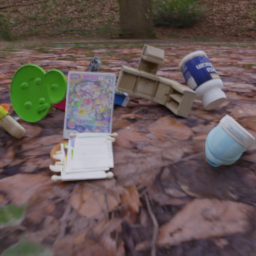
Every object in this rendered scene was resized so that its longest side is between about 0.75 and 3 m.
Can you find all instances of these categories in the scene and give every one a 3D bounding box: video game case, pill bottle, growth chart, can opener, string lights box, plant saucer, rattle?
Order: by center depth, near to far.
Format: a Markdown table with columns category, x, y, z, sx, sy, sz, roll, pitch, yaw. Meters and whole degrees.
| category | x | y | z | sx | sy | sz | roll | pitch | yaw |
| --- | --- | --- | --- | --- | --- | --- | --- | --- | --- |
| growth chart | -1.120 | 0.680 | 7.429 | 1.642 | 0.201 | 2.269 | 2 | 29 | -2 |
| plant saucer | -1.529 | 0.642 | 7.874 | 1.290 | 0.241 | 1.290 | -1 | 22 | 0 |
| video game case | -1.207 | -0.651 | 8.680 | 1.511 | 2.110 | 0.190 | 5 | 1 | 11 |
| rattle | -4.380 | 0.062 | 8.934 | 1.702 | 1.867 | 2.614 | 29 | -7 | -32 |
| can opener | -1.381 | -2.177 | 10.672 | 0.437 | 0.349 | 1.308 | -15 | 48 | 49 |
| pill bottle | 3.112 | -1.924 | 11.592 | 1.255 | 1.255 | 2.260 | -11 | 66 | -26 |
| string lights box | -0.788 | -1.464 | 11.868 | 1.565 | 0.461 | 0.804 | 17 | 26 | -27 |

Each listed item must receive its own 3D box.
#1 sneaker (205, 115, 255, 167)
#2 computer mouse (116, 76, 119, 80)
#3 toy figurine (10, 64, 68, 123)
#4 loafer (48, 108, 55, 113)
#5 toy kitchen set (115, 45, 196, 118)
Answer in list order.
| category | x | y | z | sx | sy | sz | roll | pitch | yaw |
| --- | --- | --- | --- | --- | --- | --- | --- | --- | --- |
| sneaker | 2.440 | 0.389 | 7.113 | 1.060 | 1.175 | 2.869 | 49 | 16 | 21 |
| computer mouse | -0.085 | -1.969 | 13.440 | 1.199 | 0.263 | 0.658 | 52 | 13 | 14 |
| toy figurine | -2.568 | -1.379 | 10.637 | 2.690 | 2.019 | 2.476 | -11 | 1 | 29 |
| loafer | -3.304 | -0.612 | 10.831 | 1.011 | 0.345 | 0.382 | -3 | 13 | -1 |
| toy kitchen set | 1.146 | -1.972 | 10.965 | 2.530 | 2.064 | 2.282 | 12 | 18 | -17 |
